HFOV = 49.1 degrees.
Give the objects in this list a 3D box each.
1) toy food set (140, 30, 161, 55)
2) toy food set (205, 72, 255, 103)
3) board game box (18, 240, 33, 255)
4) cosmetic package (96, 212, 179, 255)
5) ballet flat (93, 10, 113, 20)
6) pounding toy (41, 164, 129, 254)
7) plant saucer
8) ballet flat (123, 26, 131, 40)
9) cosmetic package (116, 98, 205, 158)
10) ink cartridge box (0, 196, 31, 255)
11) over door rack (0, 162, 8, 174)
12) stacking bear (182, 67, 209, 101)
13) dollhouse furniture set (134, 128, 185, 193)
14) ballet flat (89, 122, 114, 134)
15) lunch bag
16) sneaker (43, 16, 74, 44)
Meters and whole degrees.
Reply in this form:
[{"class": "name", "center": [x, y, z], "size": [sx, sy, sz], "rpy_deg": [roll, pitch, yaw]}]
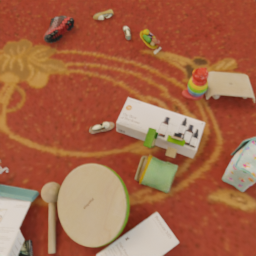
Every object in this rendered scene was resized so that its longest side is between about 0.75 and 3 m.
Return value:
[{"class": "toy food set", "center": [0.986, -3.619, 11.428], "size": [1.102, 0.360, 0.649], "rpy_deg": [50, 52, 0]}, {"class": "toy food set", "center": [3.816, -1.484, 10.629], "size": [1.772, 0.535, 1.271], "rpy_deg": [5, 50, 1]}, {"class": "board game box", "center": [-3.193, 4.145, 7.678], "size": [1.202, 0.250, 1.777], "rpy_deg": [-12, 63, -7]}, {"class": "cosmetic package", "center": [0.267, 3.394, 7.799], "size": [2.071, 0.767, 1.053], "rpy_deg": [-32, 67, -15]}, {"class": "ballet flat", "center": [-1.092, -5.046, 12.597], "size": [0.975, 0.335, 0.307], "rpy_deg": [-28, 77, -14]}, {"class": "pounding toy", "center": [-1.048, 2.302, 8.303], "size": [2.871, 1.332, 2.216], "rpy_deg": [-22, 72, 21]}, {"class": "plant saucer", "center": [-3.539, 2.004, 8.705], "size": [1.433, 0.136, 0.501], "rpy_deg": [7, 17, 7]}, {"class": "ballet flat", "center": [-0.038, -4.193, 12.156], "size": [0.289, 0.273, 0.857], "rpy_deg": [-10, 62, -5]}, {"class": "cosmetic package", "center": [1.092, -0.037, 9.669], "size": [2.816, 0.713, 1.162], "rpy_deg": [19, 62, 10]}, {"class": "ink cartridge box", "center": [-4.335, 3.007, 7.994], "size": [2.755, 0.600, 2.391], "rpy_deg": [1, 37, 6]}, {"class": "over door rack", "center": [-4.702, 1.477, 8.971], "size": [1.027, 0.463, 1.390], "rpy_deg": [40, 62, 21]}, {"class": "stacking bear", "center": [2.539, -1.653, 10.179], "size": [0.761, 1.339, 0.813], "rpy_deg": [35, 67, 17]}, {"class": "dollhouse furniture set", "center": [0.955, 1.046, 8.614], "size": [1.179, 0.904, 1.800], "rpy_deg": [18, 89, 10]}, {"class": "ballet flat", "center": [-0.924, -0.025, 9.888], "size": [0.933, 0.314, 0.317], "rpy_deg": [-20, 63, -11]}, {"class": "lunch bag", "center": [3.741, 1.011, 8.746], "size": [0.950, 1.327, 1.557], "rpy_deg": [30, 67, 14]}, {"class": "sneaker", "center": [-3.104, -4.261, 12.011], "size": [0.822, 0.595, 1.683], "rpy_deg": [31, 64, 15]}]
